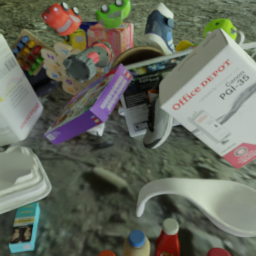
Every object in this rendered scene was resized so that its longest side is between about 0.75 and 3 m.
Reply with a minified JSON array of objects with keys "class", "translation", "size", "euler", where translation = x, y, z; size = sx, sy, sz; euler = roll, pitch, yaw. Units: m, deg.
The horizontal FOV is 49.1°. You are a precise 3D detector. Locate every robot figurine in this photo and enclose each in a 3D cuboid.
[{"class":"robot figurine","translation":[-3.822,-2.127,10.687],"size":[1.996,1.657,2.656],"euler":[7,37,42]}]

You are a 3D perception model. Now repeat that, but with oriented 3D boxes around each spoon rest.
[{"class":"spoon rest","translation":[1.584,1.576,5.917],"size":[2.812,0.852,1.397],"euler":[3,34,7]}]

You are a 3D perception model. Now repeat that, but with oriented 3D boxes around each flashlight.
[{"class":"flashlight","translation":[-0.835,-1.561,6.571],"size":[0.685,0.687,2.023],"euler":[-11,24,12]}]

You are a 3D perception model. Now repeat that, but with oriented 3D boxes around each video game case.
[{"class":"video game case","translation":[0.937,-0.983,8.247],"size":[2.327,2.116,0.272],"euler":[-15,23,0]}]

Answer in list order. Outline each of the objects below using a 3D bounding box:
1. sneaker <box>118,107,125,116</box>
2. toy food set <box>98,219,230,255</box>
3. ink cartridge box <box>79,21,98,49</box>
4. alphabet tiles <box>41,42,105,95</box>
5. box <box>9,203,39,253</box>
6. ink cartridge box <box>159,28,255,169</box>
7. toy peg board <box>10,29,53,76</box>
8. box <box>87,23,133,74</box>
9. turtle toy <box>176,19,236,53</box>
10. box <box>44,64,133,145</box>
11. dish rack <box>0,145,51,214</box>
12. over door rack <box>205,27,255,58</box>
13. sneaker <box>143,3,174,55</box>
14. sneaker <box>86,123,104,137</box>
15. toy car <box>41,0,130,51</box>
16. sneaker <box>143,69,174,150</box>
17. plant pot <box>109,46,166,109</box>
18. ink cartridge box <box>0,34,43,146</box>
[{"class":"sneaker","translation":[0.463,-0.547,9.348],"size":[1.493,0.565,0.784],"euler":[-9,35,-15]},{"class":"toy food set","translation":[0.785,2.294,4.546],"size":[2.562,1.153,1.223],"euler":[5,34,8]},{"class":"ink cartridge box","translation":[-1.188,-3.223,11.555],"size":[1.366,2.885,0.535],"euler":[0,67,0]},{"class":"alphabet tiles","translation":[-1.633,-1.649,8.602],"size":[2.107,2.155,0.157],"euler":[23,60,9]},{"class":"box","translation":[-2.115,2.018,5.760],"size":[0.422,0.252,1.025],"euler":[-5,33,-7]},{"class":"ink cartridge box","translation":[2.168,-0.533,6.102],"size":[2.540,1.861,1.051],"euler":[36,31,-18]},{"class":"toy peg board","translation":[-3.299,-2.415,9.282],"size":[1.144,1.149,0.562],"euler":[35,21,-24]},{"class":"box","translation":[-0.592,-2.414,10.289],"size":[1.236,2.610,1.339],"euler":[11,35,16]},{"class":"turtle toy","translation":[2.579,-2.169,9.449],"size":[2.162,2.967,1.500],"euler":[21,14,0]},{"class":"box","translation":[-1.151,-0.566,7.720],"size":[2.576,0.504,1.763],"euler":[-21,33,48]},{"class":"dish rack","translation":[-3.300,1.203,6.539],"size":[2.577,0.561,2.212],"euler":[-16,29,-25]},{"class":"over door rack","translation":[2.803,-1.873,8.899],"size":[2.073,2.805,0.934],"euler":[-15,54,-23]},{"class":"sneaker","translation":[1.166,-2.878,8.792],"size":[0.838,2.081,1.524],"euler":[11,78,27]},{"class":"sneaker","translation":[-1.023,-0.414,8.664],"size":[0.714,0.835,1.917],"euler":[21,24,-19]},{"class":"toy car","translation":[-1.078,-3.216,8.760],"size":[2.715,0.643,2.885],"euler":[-26,-4,-6]},{"class":"sneaker","translation":[0.820,-0.509,7.671],"size":[0.949,2.392,0.884],"euler":[9,25,-23]},{"class":"plant pot","translation":[0.357,-1.538,8.634],"size":[2.041,2.041,0.942],"euler":[-5,26,-7]},{"class":"ink cartridge box","translation":[-3.753,-1.030,8.015],"size":[1.141,2.607,1.895],"euler":[-16,31,15]}]
